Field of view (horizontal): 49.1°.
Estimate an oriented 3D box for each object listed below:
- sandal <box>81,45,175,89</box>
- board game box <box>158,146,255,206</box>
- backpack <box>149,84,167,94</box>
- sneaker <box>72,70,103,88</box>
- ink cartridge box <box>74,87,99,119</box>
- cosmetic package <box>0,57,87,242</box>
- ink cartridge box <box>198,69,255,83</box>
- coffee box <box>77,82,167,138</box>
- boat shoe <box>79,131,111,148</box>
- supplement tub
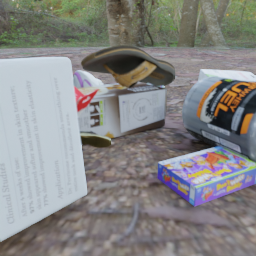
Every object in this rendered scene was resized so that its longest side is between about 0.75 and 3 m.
[{"bbox_3d":[0.163,-1.278,6.732,2.655,0.725,1.085,9,-24,-42],"label":"sandal"},{"bbox_3d":[1.454,0.801,5.055,1.526,0.342,1.026,-11,22,-27],"label":"board game box"},{"bbox_3d":[0.842,-1.268,9.980,1.034,0.655,0.863,1,47,47],"label":"backpack"},{"bbox_3d":[-1.324,-1.502,9.806,1.328,0.998,2.667,-6,11,-22],"label":"sneaker"},{"bbox_3d":[-1.357,-0.245,5.450,0.548,1.630,0.947,41,24,-1],"label":"ink cartridge box"},{"bbox_3d":[-2.215,0.212,3.692,2.073,2.086,2.492,8,17,40],"label":"cosmetic package"},{"bbox_3d":[4.183,-1.823,11.538,2.259,0.760,1.323,1,29,-7],"label":"ink cartridge box"},{"bbox_3d":[-0.529,-0.501,7.573,2.802,1.117,1.602,-12,23,-30],"label":"coffee box"},{"bbox_3d":[-0.713,0.184,5.427,0.805,0.295,0.261,9,37,2],"label":"boat shoe"},{"bbox_3d":[2.497,-0.151,5.846,1.592,1.592,2.598,-10,20,-26],"label":"supplement tub"}]
